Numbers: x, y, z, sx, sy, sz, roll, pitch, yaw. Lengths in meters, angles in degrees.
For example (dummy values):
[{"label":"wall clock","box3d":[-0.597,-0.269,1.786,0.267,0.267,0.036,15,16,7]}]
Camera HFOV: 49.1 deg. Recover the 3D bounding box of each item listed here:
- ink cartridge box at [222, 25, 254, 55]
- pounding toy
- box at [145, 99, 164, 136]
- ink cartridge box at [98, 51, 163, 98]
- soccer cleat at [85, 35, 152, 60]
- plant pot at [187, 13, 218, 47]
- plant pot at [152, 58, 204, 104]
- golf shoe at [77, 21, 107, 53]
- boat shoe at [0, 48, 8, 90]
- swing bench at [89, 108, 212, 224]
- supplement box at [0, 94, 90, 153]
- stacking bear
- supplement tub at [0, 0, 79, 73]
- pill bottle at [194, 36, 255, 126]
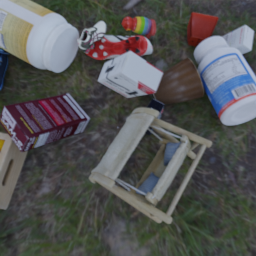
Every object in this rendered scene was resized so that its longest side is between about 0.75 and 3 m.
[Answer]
[{"label":"ink cartridge box","box3d":[3.909,-3.070,10.214,0.503,1.149,0.835,20,74,-24]},{"label":"pounding toy","box3d":[-4.407,1.369,8.119,2.408,1.860,2.616,11,68,5]},{"label":"box","box3d":[0.771,-0.350,9.365,0.477,0.834,0.916,29,71,10]},{"label":"ink cartridge box","box3d":[0.014,-1.650,9.093,1.319,1.828,0.766,27,79,-26]},{"label":"soccer cleat","box3d":[-0.425,-2.976,10.434,2.767,1.178,0.949,6,97,25]},{"label":"plant pot","box3d":[2.742,-3.634,10.672,1.000,1.001,0.882,13,80,5]},{"label":"plant pot","box3d":[1.568,-1.421,9.614,1.536,1.436,1.436,-23,69,3]},{"label":"golf shoe","box3d":[-1.239,-3.268,9.779,0.521,0.594,1.349,30,79,25]},{"label":"boat shoe","box3d":[-4.815,-2.376,10.040,1.046,0.853,2.486,-13,59,-11]},{"label":"swing bench","box3d":[0.550,0.986,8.089,2.530,1.642,2.517,31,72,6]},{"label":"supplement box","box3d":[-2.511,-0.233,8.696,1.293,0.723,2.376,48,37,17]},{"label":"stacking bear","box3d":[0.350,-3.738,10.244,1.162,0.706,0.661,3,90,-21]},{"label":"supplement tub","box3d":[-3.343,-3.310,9.936,2.760,1.993,1.993,29,71,11]},{"label":"pill bottle","box3d":[3.307,-1.649,9.413,1.602,1.602,2.855,-14,62,-6]}]
